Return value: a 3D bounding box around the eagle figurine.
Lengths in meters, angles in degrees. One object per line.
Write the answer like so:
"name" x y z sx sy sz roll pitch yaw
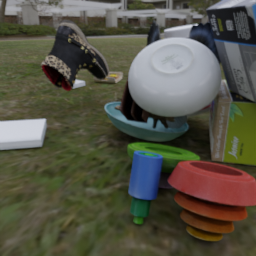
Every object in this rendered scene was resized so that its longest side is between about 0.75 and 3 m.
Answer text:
"eagle figurine" 1.154 -1.386 7.488 2.033 2.679 2.022 26 -17 -13

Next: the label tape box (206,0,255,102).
"label tape box" 2.458 -1.709 5.920 0.865 1.970 2.732 -24 22 1

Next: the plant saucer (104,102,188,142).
"plant saucer" 0.482 -0.159 7.987 2.428 0.436 2.428 12 18 -4

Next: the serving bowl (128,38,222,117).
"serving bowl" 0.983 -1.279 6.147 2.101 0.691 2.101 -5 57 9

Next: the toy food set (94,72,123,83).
"toy food set" -1.032 -2.772 14.940 1.146 0.482 1.597 5 22 13

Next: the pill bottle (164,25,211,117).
"pill bottle" 1.737 -1.694 8.397 1.372 2.523 1.372 -9 20 4

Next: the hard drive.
"hard drive" -3.532 0.194 7.750 2.335 0.312 1.540 -4 22 -10

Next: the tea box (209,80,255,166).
"tea box" 3.295 -0.229 7.101 2.295 1.559 2.333 6 22 13

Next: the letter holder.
"letter holder" 0.249 -0.771 6.897 0.545 1.084 0.771 9 -16 22

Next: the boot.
"boot" -1.813 -2.153 9.936 0.977 2.670 2.010 -1 56 31

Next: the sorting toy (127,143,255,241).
"sorting toy" 0.784 1.058 4.881 1.696 1.159 2.822 7 5 -25

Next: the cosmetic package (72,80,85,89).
"cosmetic package" -2.642 -2.138 13.708 0.649 0.223 0.861 13 25 33
